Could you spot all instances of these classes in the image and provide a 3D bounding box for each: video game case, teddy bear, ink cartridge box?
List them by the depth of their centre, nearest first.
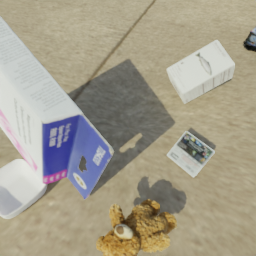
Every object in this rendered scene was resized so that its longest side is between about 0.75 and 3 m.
[{"bbox_3d":[0.191,1.576,4.494,1.484,0.495,1.076,-1,38,-35],"label":"teddy bear"},{"bbox_3d":[-1.622,-0.051,4.737,0.624,2.830,2.882,-34,77,-28],"label":"ink cartridge box"},{"bbox_3d":[1.421,0.588,6.419,0.823,0.096,0.748,40,93,31],"label":"video game case"}]

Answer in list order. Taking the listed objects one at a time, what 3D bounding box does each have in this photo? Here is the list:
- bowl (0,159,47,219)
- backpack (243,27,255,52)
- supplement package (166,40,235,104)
[{"bbox_3d":[-2.355,1.299,5.861,1.117,0.417,1.115,33,55,28],"label":"bowl"},{"bbox_3d":[4.895,-3.178,9.837,1.155,0.935,1.213,38,53,18],"label":"backpack"},{"bbox_3d":[1.966,-1.495,7.643,1.523,0.893,0.890,-30,71,7],"label":"supplement package"}]
